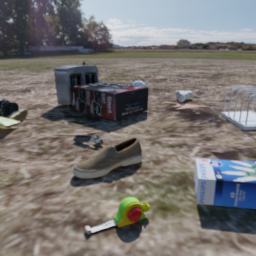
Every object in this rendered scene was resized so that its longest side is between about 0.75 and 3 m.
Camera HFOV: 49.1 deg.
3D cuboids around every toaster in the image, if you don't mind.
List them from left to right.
[{"bbox_3d":[-2.478,-2.179,13.661,1.239,2.088,1.888,11,19,44],"label":"toaster"}]

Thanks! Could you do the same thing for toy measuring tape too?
[{"bbox_3d":[-0.161,1.463,4.807,1.205,0.443,0.443,-8,19,-25],"label":"toy measuring tape"}]

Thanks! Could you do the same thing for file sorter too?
[{"bbox_3d":[4.687,-0.828,10.694,1.407,1.262,2.028,-1,17,-6],"label":"file sorter"}]

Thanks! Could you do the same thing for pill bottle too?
[{"bbox_3d":[-5.184,-0.761,11.254,1.402,0.784,0.784,4,18,12],"label":"pill bottle"}]

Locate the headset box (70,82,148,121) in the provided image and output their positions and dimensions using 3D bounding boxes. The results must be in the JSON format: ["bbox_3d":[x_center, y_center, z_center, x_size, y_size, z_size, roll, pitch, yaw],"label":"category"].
[{"bbox_3d":[-0.703,-1.248,12.195,2.961,1.143,2.203,15,23,37],"label":"headset box"}]

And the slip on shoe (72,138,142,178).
[{"bbox_3d":[-0.467,0.705,6.905,1.949,0.590,0.741,-11,20,-31],"label":"slip on shoe"}]

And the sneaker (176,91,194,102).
[{"bbox_3d":[3.020,-1.702,14.633,0.874,0.557,1.513,-2,16,3],"label":"sneaker"}]

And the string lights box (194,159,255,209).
[{"bbox_3d":[2.351,1.118,5.601,1.960,0.578,1.007,3,18,9],"label":"string lights box"}]

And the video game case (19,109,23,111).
[{"bbox_3d":[-4.978,-0.662,12.097,0.776,0.098,0.853,-4,17,-14],"label":"video game case"}]

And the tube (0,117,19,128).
[{"bbox_3d":[-5.311,-0.198,9.781,2.694,0.699,0.782,2,50,1],"label":"tube"}]

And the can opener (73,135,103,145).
[{"bbox_3d":[-1.212,0.401,8.558,0.981,0.328,0.262,0,41,30],"label":"can opener"}]

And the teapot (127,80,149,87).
[{"bbox_3d":[0.615,-2.611,17.272,0.961,0.702,0.949,-15,23,-37],"label":"teapot"}]

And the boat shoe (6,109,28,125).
[{"bbox_3d":[-4.344,-0.470,10.923,0.386,0.429,1.191,12,25,8],"label":"boat shoe"}]
